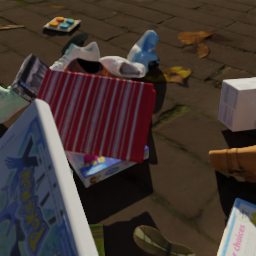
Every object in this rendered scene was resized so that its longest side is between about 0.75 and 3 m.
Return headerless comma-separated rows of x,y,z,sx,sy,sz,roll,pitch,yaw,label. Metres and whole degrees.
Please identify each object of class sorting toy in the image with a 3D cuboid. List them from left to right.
-2.984,-4.727,12.674,1.354,0.247,1.253,10,41,12,sorting toy

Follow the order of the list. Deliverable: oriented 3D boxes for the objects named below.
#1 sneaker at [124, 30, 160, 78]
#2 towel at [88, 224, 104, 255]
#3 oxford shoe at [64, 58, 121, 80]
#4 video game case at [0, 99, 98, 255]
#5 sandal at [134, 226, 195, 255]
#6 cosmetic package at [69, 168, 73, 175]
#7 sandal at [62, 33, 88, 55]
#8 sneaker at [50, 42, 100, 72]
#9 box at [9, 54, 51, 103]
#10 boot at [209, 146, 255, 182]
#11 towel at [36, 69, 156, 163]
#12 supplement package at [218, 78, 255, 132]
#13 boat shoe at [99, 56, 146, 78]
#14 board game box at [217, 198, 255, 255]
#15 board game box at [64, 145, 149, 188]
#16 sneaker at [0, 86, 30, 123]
0.598,-2.457,9.652,1.065,0.928,2.368,36,51,-8,sneaker
-0.615,2.061,4.760,0.409,0.086,0.951,-5,35,-5,towel
-0.757,-1.408,7.867,1.958,0.710,0.697,13,61,-32,oxford shoe
-1.766,1.304,4.104,2.535,0.306,2.780,-43,50,16,video game case
0.557,1.935,4.477,1.034,0.282,0.423,20,46,9,sandal
-1.566,0.807,5.549,0.380,0.897,0.482,-36,19,20,cosmetic package
-2.063,-3.235,10.920,0.535,0.341,1.423,23,58,23,sandal
-1.897,-2.220,9.167,2.220,0.982,0.835,-32,51,-32,sneaker
-2.218,-1.051,7.391,0.362,1.454,1.147,-23,42,35,box
2.261,0.559,5.334,1.402,1.813,0.668,9,58,26,boot
-0.786,-0.308,6.265,2.649,0.298,1.916,9,68,3,towel
3.113,-0.616,6.990,1.401,1.091,0.777,-6,27,-10,supplement package
-0.243,-1.839,8.477,1.523,0.539,0.528,12,21,13,boat shoe
2.133,2.509,4.006,1.868,0.476,2.779,20,45,21,board game box
-0.631,0.418,6.572,1.620,0.333,1.617,-23,46,-25,board game box
-3.050,-0.946,7.281,0.602,0.965,1.636,34,73,32,sneaker
